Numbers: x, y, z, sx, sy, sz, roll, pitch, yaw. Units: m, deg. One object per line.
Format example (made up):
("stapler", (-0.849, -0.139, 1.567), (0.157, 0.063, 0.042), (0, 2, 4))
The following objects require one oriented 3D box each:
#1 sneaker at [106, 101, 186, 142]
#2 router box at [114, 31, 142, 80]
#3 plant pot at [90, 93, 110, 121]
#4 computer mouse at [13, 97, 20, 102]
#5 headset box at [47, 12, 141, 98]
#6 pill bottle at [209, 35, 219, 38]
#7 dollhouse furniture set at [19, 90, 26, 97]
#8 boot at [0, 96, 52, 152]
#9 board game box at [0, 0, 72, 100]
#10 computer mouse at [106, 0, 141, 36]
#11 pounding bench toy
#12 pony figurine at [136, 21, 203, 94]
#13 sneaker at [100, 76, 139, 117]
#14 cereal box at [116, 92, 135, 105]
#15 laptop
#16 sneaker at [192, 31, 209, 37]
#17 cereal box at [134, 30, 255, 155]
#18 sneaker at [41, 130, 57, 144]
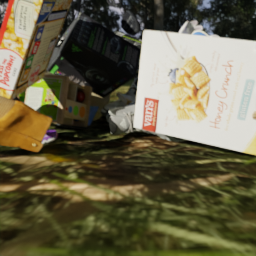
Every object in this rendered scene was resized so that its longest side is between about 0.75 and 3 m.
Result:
("sneaker", (0.374, -0.076, 7.251), (1.585, 1.030, 2.745), (-15, 15, -34))
("router box", (0.211, -2.595, 10.594), (1.973, 1.478, 0.613), (24, 48, 13))
("plant pot", (-1.446, -0.938, 10.610), (1.680, 1.128, 1.680), (-7, -30, -4))
("computer mouse", (-2.695, -0.548, 6.606), (1.723, 0.454, 1.193), (30, -14, 20))
("headset box", (-1.139, -2.123, 8.591), (2.278, 1.057, 1.984), (25, -27, -28))
("pill bottle", (2.529, -2.982, 11.982), (1.633, 1.633, 2.932), (-8, 5, -38))
("dollhouse furniture set", (-5.024, -1.133, 11.160), (2.337, 1.531, 1.173), (2, 12, 9))
("boot", (-2.405, 0.221, 5.482), (1.321, 1.846, 0.649), (30, 32, -24))
("board game box", (-2.072, -2.080, 6.188), (0.608, 2.624, 1.988), (26, 24, -7))
("computer mouse", (-0.121, -3.270, 8.058), (0.286, 1.678, 0.492), (-5, -32, -49))
("pounding bench toy", (-2.421, -0.822, 8.739), (2.118, 1.316, 1.652), (7, -2, 21))
("pony figurine", (1.658, -1.699, 9.006), (2.852, 2.375, 2.753), (-22, 22, 46))
("sneaker", (-0.006, -1.100, 9.919), (1.109, 1.691, 2.940), (29, 14, 5))
("cereal box", (0.023, -0.879, 9.028), (0.588, 0.162, 0.817), (16, 17, -33))
("laptop", (-1.901, -0.411, 9.049), (1.345, 0.832, 1.436), (4, -2, 25))
("sneaker", (2.410, -2.198, 8.744), (0.636, 1.658, 0.922), (-18, 21, 32))
("cereal box", (1.606, -0.724, 5.578), (2.904, 2.089, 0.574), (12, 21, 18))
("sneaker", (-2.593, -0.004, 7.143), (1.570, 0.694, 0.632), (8, 11, -1))
